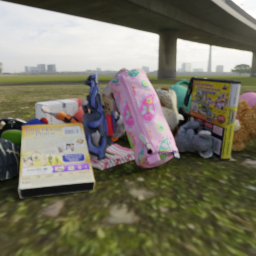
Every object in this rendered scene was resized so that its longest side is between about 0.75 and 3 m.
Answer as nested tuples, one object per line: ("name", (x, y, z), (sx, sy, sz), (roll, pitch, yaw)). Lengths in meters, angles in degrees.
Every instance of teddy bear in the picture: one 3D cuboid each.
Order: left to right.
("teddy bear", (4.296, -0.346, 9.206), (2.667, 1.934, 0.890), (-20, -35, 29))

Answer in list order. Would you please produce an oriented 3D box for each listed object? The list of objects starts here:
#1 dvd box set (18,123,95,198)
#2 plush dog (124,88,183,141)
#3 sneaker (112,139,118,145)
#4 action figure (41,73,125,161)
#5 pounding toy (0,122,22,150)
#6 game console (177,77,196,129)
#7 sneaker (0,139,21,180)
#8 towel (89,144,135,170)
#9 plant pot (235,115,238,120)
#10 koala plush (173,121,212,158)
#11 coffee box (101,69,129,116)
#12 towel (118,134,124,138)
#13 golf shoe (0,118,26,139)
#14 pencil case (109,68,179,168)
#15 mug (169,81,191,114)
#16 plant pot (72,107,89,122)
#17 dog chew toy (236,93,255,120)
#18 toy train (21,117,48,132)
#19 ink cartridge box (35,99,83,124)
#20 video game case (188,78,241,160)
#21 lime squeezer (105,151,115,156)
("dvd box set", (-1.782, 0.675, 6.833), (1.608, 0.323, 2.198), (-3, 38, -17))
("plush dog", (0.835, -0.240, 10.747), (1.997, 1.866, 2.325), (-8, 32, 33))
("sneaker", (-0.644, 0.331, 10.228), (0.798, 0.689, 1.821), (28, 25, 19))
("action figure", (-1.295, -0.219, 8.641), (2.622, 2.710, 1.418), (-1, -19, 6))
("pounding toy", (-3.549, 0.564, 8.583), (1.100, 0.661, 1.425), (-27, -45, 34))
("game console", (2.450, -0.999, 11.656), (0.271, 2.252, 1.328), (13, 16, -2))
("sneaker", (-3.803, 0.863, 6.632), (1.132, 1.018, 2.622), (-11, -4, 36))
("towel", (-0.626, 0.819, 8.524), (1.284, 0.263, 1.755), (10, 16, 42))
("plant pot", (3.787, -0.267, 11.650), (1.272, 1.272, 1.237), (2, 4, 9))
("koala plush", (2.143, 0.434, 8.833), (1.053, 1.016, 1.146), (-20, 24, -36))
("coffee box", (-0.428, -1.132, 11.796), (1.350, 2.388, 0.953), (52, 25, 16))
("towel", (-0.615, 0.288, 11.158), (0.603, 0.096, 0.840), (-27, 26, -38))
("golf shoe", (-4.547, 0.048, 10.332), (2.696, 1.048, 1.274), (3, 12, 7))
("pencil case", (0.391, -0.258, 7.662), (1.199, 2.743, 1.199), (-16, -20, -6))
("mug", (2.312, -1.280, 13.515), (1.272, 1.690, 2.057), (21, 35, -3))
("plant pot", (-1.405, -0.160, 9.714), (1.280, 1.132, 1.280), (-43, 13, 12))
("dog chew toy", (6.095, -0.864, 13.255), (1.554, 1.554, 2.496), (-1, 9, -6))
("toy train", (-2.236, 0.581, 8.030), (1.844, 1.067, 0.781), (33, 44, 26))
("ink cartridge box", (-2.712, -0.394, 11.366), (0.792, 1.402, 1.910), (16, 20, 40))
("video game case", (2.720, -0.435, 9.333), (0.333, 2.357, 2.609), (1, 11, -12))
("lime squeezer", (-0.803, 0.539, 8.786), (0.267, 0.500, 1.415), (23, 24, -46))
